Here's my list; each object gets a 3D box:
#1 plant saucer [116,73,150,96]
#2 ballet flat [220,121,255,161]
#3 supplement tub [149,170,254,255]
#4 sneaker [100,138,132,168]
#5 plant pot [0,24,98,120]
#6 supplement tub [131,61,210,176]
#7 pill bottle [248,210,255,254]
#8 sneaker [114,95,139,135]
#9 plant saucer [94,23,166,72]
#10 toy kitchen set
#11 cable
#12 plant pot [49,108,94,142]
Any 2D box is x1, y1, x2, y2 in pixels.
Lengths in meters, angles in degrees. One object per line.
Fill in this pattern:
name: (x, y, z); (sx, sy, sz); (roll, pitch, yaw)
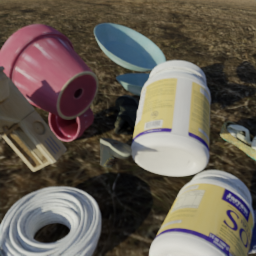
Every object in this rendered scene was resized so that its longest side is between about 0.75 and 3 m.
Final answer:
plant saucer: (0.903, -1.578, 10.654); (2.771, 0.533, 2.771); (3, 21, -1)
ballet flat: (4.788, 0.537, 11.067); (0.942, 0.942, 2.664); (-21, 39, -28)
supplement tub: (1.604, 2.108, 5.731); (1.682, 1.682, 2.314); (17, 35, 23)
sneaker: (-0.251, 0.581, 5.589); (0.396, 0.562, 1.059); (0, 10, -27)
plant pot: (-2.544, -1.703, 9.634); (2.548, 2.847, 2.847); (37, 47, 24)
supplement tub: (1.058, -0.233, 6.606); (1.704, 1.704, 2.344); (6, 58, 9)
pill bottle: (3.062, 2.808, 7.519); (1.916, 1.064, 1.064); (-4, 34, -5)
sneaker: (-0.159, -0.594, 12.570); (1.592, 1.062, 2.779); (-12, 41, -28)
plant saucer: (0.010, -2.713, 9.876); (2.731, 0.526, 2.731); (18, 40, -16)
toy kitchen set: (-3.022, 0.296, 6.755); (2.438, 2.696, 2.988); (-26, 18, 33)
cable: (-2.089, 2.820, 7.635); (2.734, 0.946, 2.733); (-6, 33, -10)
plant pot: (-2.293, -0.373, 11.965); (1.625, 1.625, 1.454); (17, 21, 23)
